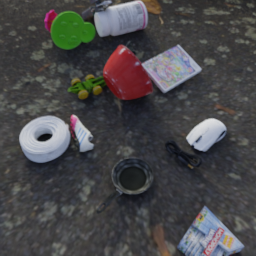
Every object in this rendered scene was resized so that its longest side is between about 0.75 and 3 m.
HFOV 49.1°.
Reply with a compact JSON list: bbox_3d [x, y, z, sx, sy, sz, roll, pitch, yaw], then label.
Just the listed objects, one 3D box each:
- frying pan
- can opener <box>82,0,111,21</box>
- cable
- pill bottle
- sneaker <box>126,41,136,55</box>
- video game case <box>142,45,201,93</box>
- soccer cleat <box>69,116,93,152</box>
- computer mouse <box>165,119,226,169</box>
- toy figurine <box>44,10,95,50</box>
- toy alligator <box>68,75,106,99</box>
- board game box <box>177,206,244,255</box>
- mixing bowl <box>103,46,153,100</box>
[{"bbox_3d":[0.011,1.997,9.302,1.405,0.378,2.322,13,54,12],"label":"frying pan"},{"bbox_3d":[-1.804,-6.525,14.930,0.798,1.000,2.992,-27,20,-20],"label":"can opener"},{"bbox_3d":[-3.084,0.396,10.430,1.808,0.626,1.808,-12,52,-9],"label":"cable"},{"bbox_3d":[-0.394,-5.762,14.930,2.561,1.452,1.452,-19,53,-15],"label":"pill bottle"},{"bbox_3d":[0.139,-3.888,14.082,0.638,0.426,1.115,12,55,8],"label":"sneaker"},{"bbox_3d":[1.995,-2.756,12.897,2.370,0.213,1.697,-32,73,-23],"label":"video game case"},{"bbox_3d":[-1.781,0.216,10.700,0.724,0.586,1.677,-5,52,-23],"label":"soccer cleat"},{"bbox_3d":[2.728,0.351,10.505,2.626,0.576,1.440,-37,58,-26],"label":"computer mouse"},{"bbox_3d":[-3.331,-5.405,14.758,2.464,1.850,2.268,-11,38,-37],"label":"toy figurine"},{"bbox_3d":[-1.487,-1.848,12.327,2.603,0.625,0.863,-21,68,-29],"label":"toy alligator"},{"bbox_3d":[2.460,3.333,8.147,1.476,0.455,1.476,32,57,24],"label":"board game box"},{"bbox_3d":[-0.192,-2.027,11.573,1.275,2.355,2.355,-38,59,-7],"label":"mixing bowl"}]
